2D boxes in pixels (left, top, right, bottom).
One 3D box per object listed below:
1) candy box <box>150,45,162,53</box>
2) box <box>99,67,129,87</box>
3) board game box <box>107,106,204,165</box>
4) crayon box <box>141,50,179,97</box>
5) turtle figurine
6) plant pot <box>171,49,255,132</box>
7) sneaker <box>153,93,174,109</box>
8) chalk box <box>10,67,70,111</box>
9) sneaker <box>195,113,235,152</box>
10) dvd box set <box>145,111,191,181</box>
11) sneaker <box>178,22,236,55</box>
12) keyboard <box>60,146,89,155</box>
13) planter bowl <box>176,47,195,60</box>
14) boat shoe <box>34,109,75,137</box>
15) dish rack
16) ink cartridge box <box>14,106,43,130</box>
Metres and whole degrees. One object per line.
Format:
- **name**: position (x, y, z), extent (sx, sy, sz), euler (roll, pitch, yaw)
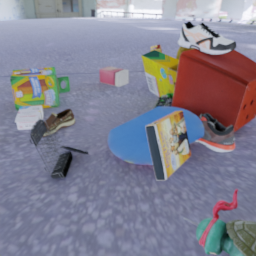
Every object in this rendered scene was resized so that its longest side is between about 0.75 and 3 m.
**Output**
- **candy box**: position (1.381, -2.679, 12.294), extent (0.489, 1.730, 1.009), euler (-10, 25, 11)
- **box**: position (-0.650, -2.386, 12.953), extent (1.182, 0.644, 0.756), euler (18, 31, 32)
- **board game box**: position (0.762, 0.304, 7.555), extent (2.551, 0.497, 2.015), euler (-27, 37, -20)
- **crayon box**: position (1.498, -1.810, 10.572), extent (0.671, 1.678, 2.643), euler (-24, 33, -12)
- **turtle figurine**: position (1.790, 1.933, 3.573), extent (2.762, 1.391, 2.068), euler (22, 33, 27)
- **plant pot**: position (2.948, -1.144, 8.790), extent (2.042, 2.315, 2.317), euler (30, 39, 35)
- **sneaker**: position (1.055, -0.662, 9.258), extent (0.734, 0.802, 1.882), euler (10, 27, 24)
- **chalk box**: position (-3.214, -1.516, 10.506), extent (2.023, 1.263, 1.254), euler (-8, 27, -13)
- **sneaker**: position (2.063, -0.083, 8.014), extent (2.181, 0.893, 0.840), euler (21, 33, 36)
- **dvd box set**: position (0.785, 0.269, 5.169), extent (0.196, 0.975, 1.332), euler (-7, 9, 33)
- **sneaker**: position (2.283, -2.659, 8.253), extent (1.862, 0.745, 0.687), euler (25, 41, 34)
- **keyboard**: position (-1.353, 0.581, 7.269), extent (0.553, 0.090, 0.870), euler (19, -6, -38)
- **planter bowl**: position (2.612, -2.255, 11.343), extent (2.726, 2.726, 1.135), euler (-24, 4, -39)
- **boat shoe**: position (-2.332, -0.212, 8.647), extent (0.564, 0.565, 1.528), euler (19, 32, 33)
- **dish rack**: position (-1.789, 0.448, 6.539), extent (0.365, 1.340, 1.027), euler (-18, 23, 7)
- **ink cartridge box**: position (-3.147, -0.286, 8.960), extent (0.714, 0.421, 1.240), euler (-5, 27, -9)
